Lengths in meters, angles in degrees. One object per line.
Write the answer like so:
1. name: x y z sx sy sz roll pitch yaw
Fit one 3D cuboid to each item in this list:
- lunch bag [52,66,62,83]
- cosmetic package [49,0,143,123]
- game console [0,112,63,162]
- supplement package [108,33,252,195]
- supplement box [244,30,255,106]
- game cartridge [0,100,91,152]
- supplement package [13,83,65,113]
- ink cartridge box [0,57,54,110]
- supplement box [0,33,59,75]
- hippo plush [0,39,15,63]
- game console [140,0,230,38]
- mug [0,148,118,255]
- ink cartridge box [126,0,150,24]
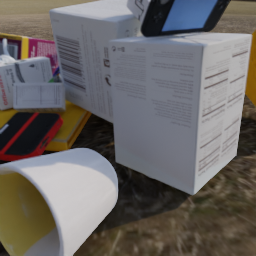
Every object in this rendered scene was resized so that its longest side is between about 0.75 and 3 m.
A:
1. lunch bag: -1.648 -1.794 9.656 1.778 1.101 1.511 0 24 37
2. cosmetic package: 0.013 -1.909 7.175 2.378 2.376 2.882 26 43 38
3. game console: -2.196 0.149 5.921 1.297 0.228 1.466 2 38 18
4. supplement package: 0.951 -0.464 5.292 1.833 2.415 1.819 17 30 39
5. supplement box: 3.722 -1.224 6.937 1.758 1.168 1.734 14 40 -30
6. game cartridge: -2.467 -0.187 7.213 2.621 0.425 2.311 3 27 7
7. supplement package: -2.153 -0.731 6.903 1.135 0.646 0.622 -1 -6 -6
8. ink cartridge box: -2.860 -1.221 7.557 1.541 1.125 0.648 -21 27 -32
9. supplement box: -3.343 -2.615 10.377 1.702 1.341 2.599 17 17 33
10. hippo plush: -3.465 -1.363 8.808 1.673 1.657 2.081 20 29 -28
11. game console: 1.249 -1.780 4.145 1.670 1.469 0.972 -15 59 -30
12. mug: -1.025 0.876 3.972 1.777 1.423 1.459 28 28 26
13. ink cartridge box: 0.558 -2.199 5.147 0.798 0.461 1.093 -10 48 -23
